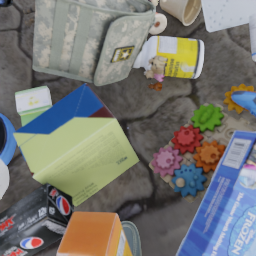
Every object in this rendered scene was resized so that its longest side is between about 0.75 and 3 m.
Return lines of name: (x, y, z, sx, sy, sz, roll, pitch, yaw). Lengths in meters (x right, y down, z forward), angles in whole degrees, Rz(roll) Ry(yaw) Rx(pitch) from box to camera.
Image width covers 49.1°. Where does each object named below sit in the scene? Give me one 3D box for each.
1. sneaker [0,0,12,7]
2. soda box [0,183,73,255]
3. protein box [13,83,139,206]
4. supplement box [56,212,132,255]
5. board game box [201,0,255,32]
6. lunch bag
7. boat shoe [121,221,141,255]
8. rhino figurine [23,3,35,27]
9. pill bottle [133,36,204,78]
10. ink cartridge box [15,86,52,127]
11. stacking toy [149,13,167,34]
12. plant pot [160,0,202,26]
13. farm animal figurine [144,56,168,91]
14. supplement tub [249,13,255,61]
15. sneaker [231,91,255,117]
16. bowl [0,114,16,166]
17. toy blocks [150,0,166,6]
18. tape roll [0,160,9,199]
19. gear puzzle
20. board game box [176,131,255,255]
sneaker: (-2.969, -3.145, 6.685, 0.533, 0.479, 1.367, 18, 31, -13)
soda box: (-1.948, 1.853, 4.936, 2.086, 0.660, 0.738, -33, 41, 14)
protein box: (-1.003, 0.424, 5.950, 1.795, 1.809, 1.220, -36, 55, -5)
supplement box: (-0.355, 2.406, 4.639, 0.778, 2.337, 0.804, -3, 35, 14)
board game box: (2.780, -3.678, 6.672, 2.232, 2.233, 0.289, -1, 24, 41)
lunch bag: (-0.812, -2.204, 6.629, 2.575, 2.112, 1.514, 11, 52, -14)
boat shoe: (-0.206, 3.532, 6.818, 0.898, 0.762, 2.465, 12, 67, 5)
rhino figurine: (-2.153, -3.332, 7.618, 0.752, 0.514, 1.720, -12, 34, 26)
pill bottle: (1.241, -2.303, 9.062, 2.192, 1.228, 1.228, 6, 67, 3)
ink cartridge box: (-2.927, -0.559, 8.823, 1.036, 0.341, 1.424, -14, 66, -6)
stacking toy: (0.869, -3.965, 10.177, 0.756, 0.756, 1.034, -20, 52, -8)
plant pot: (1.859, -4.545, 10.132, 1.180, 1.289, 1.289, 33, 70, 26)
farm animal figurine: (0.633, -1.371, 6.528, 0.484, 0.928, 0.918, 14, 54, 7)
supplement tub: (2.794, -1.848, 5.665, 0.589, 0.589, 0.893, -6, 92, -2)
sneaker: (2.347, -0.221, 4.663, 1.416, 0.467, 0.555, 26, 100, 32)
bowl: (-4.577, 0.445, 8.310, 2.358, 0.463, 2.358, 0, 67, 0)
toy blocks: (0.664, -3.761, 7.556, 0.764, 0.643, 0.714, -9, 54, 29)
tape roll: (-2.617, 0.955, 4.464, 1.166, 1.166, 0.801, -1, 27, -1)
gear puzzle: (1.555, 0.117, 5.226, 2.500, 0.327, 1.295, -47, 51, -4)
board game box: (2.142, 1.753, 4.141, 2.563, 0.559, 2.576, 28, 85, -18)
